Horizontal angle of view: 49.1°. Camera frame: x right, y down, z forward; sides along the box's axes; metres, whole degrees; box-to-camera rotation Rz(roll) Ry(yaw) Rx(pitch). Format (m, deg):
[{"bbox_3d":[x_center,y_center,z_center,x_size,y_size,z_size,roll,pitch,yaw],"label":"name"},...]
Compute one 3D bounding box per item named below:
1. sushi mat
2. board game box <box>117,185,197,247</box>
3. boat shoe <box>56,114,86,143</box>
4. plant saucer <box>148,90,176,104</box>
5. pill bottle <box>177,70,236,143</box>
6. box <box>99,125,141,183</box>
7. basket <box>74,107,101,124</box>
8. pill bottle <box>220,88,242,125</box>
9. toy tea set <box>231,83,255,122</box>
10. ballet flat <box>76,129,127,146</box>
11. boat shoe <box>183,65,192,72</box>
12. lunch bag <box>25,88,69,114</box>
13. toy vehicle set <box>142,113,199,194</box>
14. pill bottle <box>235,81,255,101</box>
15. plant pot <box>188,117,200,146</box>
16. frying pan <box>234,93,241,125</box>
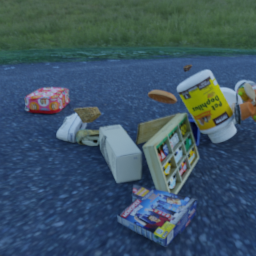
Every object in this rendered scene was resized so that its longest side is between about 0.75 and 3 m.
[{"bbox_3d":[1.278,0.020,11.798,2.213,1.059,0.134,-15,39,-32],"label":"sushi mat"},{"bbox_3d":[0.589,2.141,7.165,1.729,0.534,1.730,15,26,34],"label":"board game box"},{"bbox_3d":[-2.451,-0.223,12.498,0.866,0.975,2.651,7,21,4],"label":"boat shoe"},{"bbox_3d":[1.389,-1.264,11.310,1.182,0.221,1.182,16,-7,2],"label":"plant saucer"},{"bbox_3d":[2.627,-0.662,9.175,1.221,2.235,1.221,-31,8,5],"label":"pill bottle"},{"bbox_3d":[-0.338,0.818,9.843,0.867,1.042,2.536,-7,22,-15],"label":"box"},{"bbox_3d":[-1.518,-0.635,10.745,0.660,0.689,0.925,-38,-7,16],"label":"basket"},{"bbox_3d":[3.986,-0.854,12.051,1.720,1.720,2.969,6,8,15],"label":"pill bottle"},{"bbox_3d":[4.652,-0.825,10.854,2.687,1.598,0.994,4,-23,-41],"label":"toy tea set"},{"bbox_3d":[-1.095,0.430,11.431,2.078,0.735,0.735,0,22,-1],"label":"ballet flat"},{"bbox_3d":[2.902,-2.915,13.693,0.268,0.268,0.762,8,26,37],"label":"boat shoe"},{"bbox_3d":[-4.700,-1.621,15.898,2.245,1.044,2.549,3,22,7],"label":"lunch bag"},{"bbox_3d":[1.438,0.778,8.666,0.364,1.707,2.748,-10,16,34],"label":"toy vehicle set"},{"bbox_3d":[7.310,-2.128,16.896,1.257,1.257,2.170,1,21,1],"label":"pill bottle"},{"bbox_3d":[2.488,0.069,11.705,1.074,1.074,0.966,7,16,17],"label":"plant pot"},{"bbox_3d":[3.383,-0.627,8.678,0.176,1.084,0.656,-6,-8,14],"label":"frying pan"}]
